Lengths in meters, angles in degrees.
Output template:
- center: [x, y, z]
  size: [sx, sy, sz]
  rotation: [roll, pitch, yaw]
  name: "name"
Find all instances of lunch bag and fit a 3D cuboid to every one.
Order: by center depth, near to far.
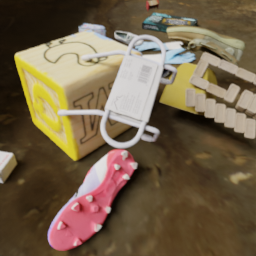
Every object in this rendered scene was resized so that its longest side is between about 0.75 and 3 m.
- center: [-1.565, -4.067, 12.573]
  size: [1.166, 0.989, 0.741]
  rotation: [12, 39, 13]
  name: "lunch bag"

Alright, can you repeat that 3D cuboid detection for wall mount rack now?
- center: [-0.235, -0.794, 6.025]
  size: [2.254, 0.967, 2.594]
  rotation: [18, 71, 2]
  name: "wall mount rack"

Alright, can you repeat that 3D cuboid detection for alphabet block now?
- center: [-1.274, -1.011, 7.884]
  size: [2.458, 2.413, 2.400]
  rotation: [-32, 48, -32]
  name: "alphabet block"

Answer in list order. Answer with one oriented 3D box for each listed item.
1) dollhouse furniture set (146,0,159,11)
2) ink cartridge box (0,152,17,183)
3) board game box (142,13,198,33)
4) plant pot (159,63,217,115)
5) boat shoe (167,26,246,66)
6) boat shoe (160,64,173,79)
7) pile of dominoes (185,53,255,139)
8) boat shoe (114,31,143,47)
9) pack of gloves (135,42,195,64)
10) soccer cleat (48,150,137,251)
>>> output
- center: [0.809, -4.668, 10.174]
  size: [0.411, 0.311, 0.765]
  rotation: [-14, 72, -7]
  name: "dollhouse furniture set"
- center: [-3.460, 0.953, 7.101]
  size: [0.974, 0.412, 0.704]
  rotation: [7, 41, 10]
  name: "ink cartridge box"
- center: [2.205, -5.459, 14.711]
  size: [2.532, 0.357, 1.713]
  rotation: [17, 43, 19]
  name: "board game box"
- center: [1.882, -1.157, 8.175]
  size: [1.271, 1.309, 1.279]
  rotation: [22, 12, 31]
  name: "plant pot"
- center: [2.492, -2.633, 9.046]
  size: [2.735, 0.860, 0.998]
  rotation: [8, 14, -20]
  name: "boat shoe"
- center: [0.686, -1.594, 8.716]
  size: [1.509, 0.548, 0.473]
  rotation: [-21, -6, 15]
  name: "boat shoe"
- center: [2.600, -0.827, 7.386]
  size: [2.161, 0.344, 1.685]
  rotation: [28, 78, 11]
  name: "pile of dominoes"
- center: [0.005, -2.440, 7.670]
  size: [0.826, 0.304, 0.276]
  rotation: [14, 3, 9]
  name: "boat shoe"
- center: [1.602, -3.468, 12.265]
  size: [2.519, 0.497, 2.117]
  rotation: [-4, 41, -5]
  name: "pack of gloves"
- center: [-0.805, 1.515, 6.271]
  size: [1.020, 0.890, 2.668]
  rotation: [-16, 29, 53]
  name: "soccer cleat"
